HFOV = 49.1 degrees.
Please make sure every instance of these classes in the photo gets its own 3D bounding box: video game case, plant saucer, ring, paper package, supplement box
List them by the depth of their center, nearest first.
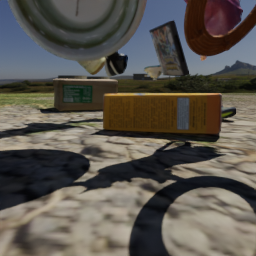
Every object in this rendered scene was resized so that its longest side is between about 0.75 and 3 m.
[{"bbox_3d":[1.517,-1.773,3.767,1.861,1.861,0.179,-7,45,-40],"label":"ring"},{"bbox_3d":[-0.979,-2.722,5.483,2.739,2.739,0.687,1,32,7],"label":"plant saucer"},{"bbox_3d":[0.832,-0.399,7.031,2.867,0.986,0.954,0,6,17],"label":"supplement box"},{"bbox_3d":[1.413,-2.732,9.923,0.252,1.786,1.976,-22,16,-8],"label":"video game case"},{"bbox_3d":[-2.189,-1.713,14.008,2.846,1.472,2.713,-2,9,-20],"label":"paper package"}]

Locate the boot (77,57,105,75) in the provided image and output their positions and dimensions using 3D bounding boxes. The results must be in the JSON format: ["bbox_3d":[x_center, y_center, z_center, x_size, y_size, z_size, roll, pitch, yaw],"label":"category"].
[{"bbox_3d":[-1.868,-3.040,8.927,2.032,0.947,2.628,30,28,-44],"label":"boot"}]

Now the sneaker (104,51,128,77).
[{"bbox_3d":[-0.495,-2.759,10.267,0.902,1.612,0.589,-8,19,26],"label":"sneaker"}]

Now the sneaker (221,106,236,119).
[{"bbox_3d":[2.737,-0.732,9.626,0.753,0.825,2.038,-7,11,-39],"label":"sneaker"}]

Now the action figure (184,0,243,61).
[{"bbox_3d":[1.403,-3.028,6.105,2.486,1.851,1.665,26,34,-32],"label":"action figure"}]

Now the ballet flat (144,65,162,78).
[{"bbox_3d":[0.896,-1.889,9.443,0.429,0.429,1.236,4,14,22],"label":"ballet flat"}]
